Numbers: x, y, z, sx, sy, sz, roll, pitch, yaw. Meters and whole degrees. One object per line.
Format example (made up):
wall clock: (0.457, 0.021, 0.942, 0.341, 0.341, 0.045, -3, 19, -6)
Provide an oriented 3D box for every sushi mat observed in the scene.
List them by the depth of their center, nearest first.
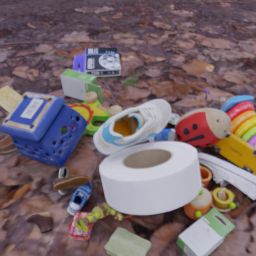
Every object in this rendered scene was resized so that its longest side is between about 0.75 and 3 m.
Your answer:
sushi mat: (-5.716, -1.370, 13.444, 2.202, 0.133, 1.054, 32, 50, 31)

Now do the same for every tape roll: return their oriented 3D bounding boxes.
tape roll: (0.640, 1.349, 8.351, 2.946, 1.030, 2.946, -11, 15, 3)

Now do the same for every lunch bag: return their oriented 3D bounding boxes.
lunch bag: (-1.433, 2.932, 8.375, 0.710, 0.330, 0.806, 1, 41, 9)

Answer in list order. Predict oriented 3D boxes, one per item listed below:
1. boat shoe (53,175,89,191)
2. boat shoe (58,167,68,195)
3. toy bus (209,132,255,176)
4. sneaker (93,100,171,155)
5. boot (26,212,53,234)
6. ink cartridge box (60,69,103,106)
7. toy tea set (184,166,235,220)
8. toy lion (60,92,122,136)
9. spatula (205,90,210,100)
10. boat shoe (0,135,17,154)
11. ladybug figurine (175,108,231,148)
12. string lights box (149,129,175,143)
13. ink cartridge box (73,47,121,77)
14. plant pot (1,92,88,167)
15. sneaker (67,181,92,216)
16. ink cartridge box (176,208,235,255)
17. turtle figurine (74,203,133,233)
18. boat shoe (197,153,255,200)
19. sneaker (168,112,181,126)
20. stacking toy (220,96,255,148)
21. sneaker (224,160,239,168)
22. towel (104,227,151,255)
boat shoe: (-1.853, 1.687, 9.017, 1.134, 0.399, 0.399, -7, 30, -19)
boat shoe: (-2.188, 1.773, 9.475, 0.329, 0.296, 0.931, 16, 56, -36)
toy bus: (3.900, 0.783, 10.218, 2.508, 0.816, 0.982, 38, 17, 35)
sneaker: (0.387, -0.149, 8.572, 2.955, 1.194, 1.131, -30, 83, -34)
boot: (-2.679, 2.881, 8.444, 0.762, 0.276, 0.634, -9, 40, -16)
ink cartridge box: (-2.051, -1.917, 13.291, 2.231, 1.158, 0.661, 18, 45, 19)
toy tea set: (2.109, 1.609, 9.274, 1.770, 1.102, 2.977, -20, 45, -22)
toy lion: (-1.772, -0.397, 11.955, 2.424, 0.832, 2.323, 30, 56, 30)
spatula: (3.859, -1.619, 13.762, 0.248, 0.090, 0.879, 16, 46, 9)
boat shoe: (-4.342, 0.268, 11.100, 0.773, 0.733, 2.042, 32, 50, 31)
ladybug figurine: (2.506, 0.123, 9.822, 1.481, 2.183, 0.785, 47, 46, -15)
string lights box: (1.331, 0.311, 11.042, 0.974, 0.500, 0.287, 2, 19, -2)
ink cartridge box: (-1.814, -3.736, 15.849, 2.667, 0.579, 2.642, -5, 42, -4)
plant pot: (-3.048, -0.078, 10.061, 2.092, 1.881, 2.092, 11, 60, 28)
sneaker: (-1.489, 2.160, 9.011, 0.486, 0.541, 1.315, 22, 43, 1)
ink cartridge box: (2.234, 3.090, 8.065, 1.534, 0.455, 0.796, -27, 48, -27)
turtle figurine: (-0.770, 2.475, 8.065, 1.387, 0.554, 1.720, -20, 10, -36)
boat shoe: (3.218, 1.569, 9.371, 2.408, 0.886, 0.787, 26, 88, 44)
sneaker: (1.767, -0.460, 12.030, 1.563, 0.777, 0.543, 39, 99, 40)
stacking toy: (4.784, 0.257, 10.765, 1.685, 1.593, 2.903, -13, 53, -29)
sneaker: (3.778, 1.527, 9.891, 0.561, 0.477, 1.230, -17, 45, -24)
towel: (-0.004, 3.367, 7.938, 1.155, 0.211, 0.857, 19, 46, 21)
